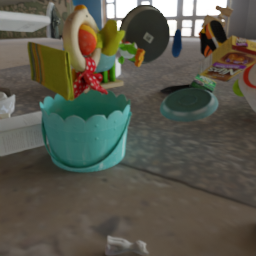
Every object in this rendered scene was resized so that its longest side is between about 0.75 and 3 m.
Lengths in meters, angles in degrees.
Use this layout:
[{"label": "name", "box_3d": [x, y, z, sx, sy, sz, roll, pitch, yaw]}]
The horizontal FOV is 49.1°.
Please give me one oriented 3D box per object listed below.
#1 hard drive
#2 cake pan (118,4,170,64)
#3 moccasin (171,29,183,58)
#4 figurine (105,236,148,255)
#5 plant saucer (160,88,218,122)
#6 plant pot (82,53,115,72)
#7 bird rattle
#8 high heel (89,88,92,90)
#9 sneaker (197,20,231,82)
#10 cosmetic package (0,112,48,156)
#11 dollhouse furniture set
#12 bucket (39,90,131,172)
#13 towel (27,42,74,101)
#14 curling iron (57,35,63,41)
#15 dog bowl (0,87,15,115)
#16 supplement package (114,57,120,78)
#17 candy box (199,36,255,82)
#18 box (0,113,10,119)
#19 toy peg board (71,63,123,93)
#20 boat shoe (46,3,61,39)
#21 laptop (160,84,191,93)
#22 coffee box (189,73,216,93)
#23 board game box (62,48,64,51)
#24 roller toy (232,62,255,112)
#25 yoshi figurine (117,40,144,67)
[{"label": "hard drive", "box_3d": [-3.882, -3.460, 9.170, 1.429, 0.285, 2.166, 2, 11, 45]}, {"label": "cake pan", "box_3d": [0.735, -3.740, 11.416, 2.380, 2.380, 0.437, -10, 28, -22]}, {"label": "moccasin", "box_3d": [2.001, -3.345, 11.195, 0.454, 1.130, 0.385, 9, -2, 17]}, {"label": "figurine", "box_3d": [-0.010, 2.285, 4.948, 0.799, 0.352, 0.819, 7, 22, -5]}, {"label": "plant saucer", "box_3d": [1.855, -0.791, 8.681, 1.779, 0.244, 1.779, -11, 34, 8]}, {"label": "plant pot", "box_3d": [-1.451, -3.173, 12.599, 1.465, 1.465, 1.175, 7, 23, 17]}, {"label": "bird rattle", "box_3d": [-1.255, -2.174, 7.905, 1.414, 2.046, 2.509, 10, 64, 28]}, {"label": "high heel", "box_3d": [-1.832, -1.834, 14.086, 0.523, 0.745, 1.553, 5, 23, 11]}, {"label": "sneaker", "box_3d": [2.962, -2.530, 9.602, 0.726, 2.075, 0.934, -16, 1, -28]}, {"label": "cosmetic package", "box_3d": [-3.695, 0.199, 9.164, 2.351, 0.871, 1.195, -16, 27, -29]}, {"label": "dollhouse furniture set", "box_3d": [3.240, -4.195, 10.678, 0.761, 1.329, 1.558, 23, 37, -4]}, {"label": "bucket", "box_3d": [-1.243, 0.011, 8.435, 2.695, 1.754, 2.695, -1, 23, 0]}, {"label": "towel", "box_3d": [-2.174, -1.594, 7.521, 0.252, 1.202, 2.792, -18, 28, -30]}, {"label": "curling iron", "box_3d": [-2.384, -3.110, 10.320, 0.206, 0.106, 0.833, -30, 68, -3]}, {"label": "dog bowl", "box_3d": [-6.287, -1.000, 11.993, 2.871, 0.842, 2.871, 0, 23, 0]}, {"label": "supplement package", "box_3d": [-1.415, -4.129, 18.949, 1.556, 1.181, 1.172, 5, 23, 12]}, {"label": "candy box", "box_3d": [2.795, -1.865, 7.823, 0.936, 0.453, 1.604, 10, -15, -14]}, {"label": "box", "box_3d": [-4.963, -0.105, 10.159, 1.335, 0.634, 0.519, -11, 26, -21]}, {"label": "toy peg board", "box_3d": [-2.182, -3.219, 16.594, 2.768, 1.354, 2.757, -17, 28, -35]}, {"label": "boat shoe", "box_3d": [-3.095, -4.448, 11.725, 0.554, 1.563, 0.563, 12, 51, -4]}, {"label": "laptop", "box_3d": [2.734, -1.853, 14.995, 1.414, 0.824, 1.595, -9, -1, -21]}, {"label": "coffee box", "box_3d": [4.072, -2.349, 15.144, 1.220, 0.436, 1.984, 32, 30, 9]}, {"label": "board game box", "box_3d": [-2.569, -3.533, 13.263, 0.254, 1.050, 1.388, -11, -19, 26]}, {"label": "roller toy", "box_3d": [6.052, -1.746, 11.384, 2.531, 1.939, 2.775, -46, 35, 4]}, {"label": "yoshi figurine", "box_3d": [-0.313, -2.908, 10.713, 1.737, 0.976, 0.973, 29, 25, 8]}]
